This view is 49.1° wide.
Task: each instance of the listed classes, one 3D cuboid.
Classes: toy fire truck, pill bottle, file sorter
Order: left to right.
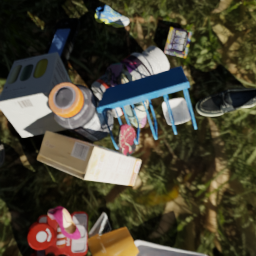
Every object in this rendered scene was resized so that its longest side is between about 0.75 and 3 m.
[{"bbox_3d":[-2.282,4.023,9.184,2.007,1.340,2.390,4,73,-18],"label":"toy fire truck"},{"bbox_3d":[-1.434,-0.483,8.633,1.371,2.580,1.371,-4,74,13],"label":"pill bottle"},{"bbox_3d":[0.149,-1.853,10.753,2.846,1.586,1.586,-40,77,-12],"label":"pill bottle"},{"bbox_3d":[0.628,-0.589,8.437,2.535,1.759,1.555,-15,114,11],"label":"file sorter"}]

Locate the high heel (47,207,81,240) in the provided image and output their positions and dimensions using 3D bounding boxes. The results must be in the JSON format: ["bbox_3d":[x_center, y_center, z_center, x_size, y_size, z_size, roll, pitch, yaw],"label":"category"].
[{"bbox_3d":[-1.801,2.963,8.651,1.460,0.700,0.492,57,39,-18],"label":"high heel"}]

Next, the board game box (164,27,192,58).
[{"bbox_3d":[2.125,-3.640,11.980,0.964,0.331,1.166,14,73,6],"label":"board game box"}]

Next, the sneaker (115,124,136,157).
[{"bbox_3d":[-0.142,0.328,7.657,0.503,1.346,0.543,39,66,24],"label":"sneaker"}]

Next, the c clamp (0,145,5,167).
[{"bbox_3d":[-5.396,0.864,10.633,1.602,0.217,1.368,13,73,4],"label":"c clamp"}]

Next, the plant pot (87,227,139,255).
[{"bbox_3d":[-0.386,3.599,8.263,1.188,1.297,1.297,-27,75,-10],"label":"plant pot"}]

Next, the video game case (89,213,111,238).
[{"bbox_3d":[-0.926,3.461,9.347,0.107,0.836,0.919,4,34,30],"label":"video game case"}]

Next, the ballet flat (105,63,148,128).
[{"bbox_3d":[0.146,-1.063,9.596,0.879,0.905,2.544,-49,119,-40],"label":"ballet flat"}]

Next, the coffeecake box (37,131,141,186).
[{"bbox_3d":[-1.136,1.021,8.906,2.013,2.622,0.958,14,84,33],"label":"coffeecake box"}]

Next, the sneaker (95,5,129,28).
[{"bbox_3d":[-0.722,-4.823,12.099,1.518,0.797,0.575,7,73,3],"label":"sneaker"}]

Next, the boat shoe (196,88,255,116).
[{"bbox_3d":[3.939,-1.078,10.909,2.517,0.835,0.941,-6,73,-2],"label":"boat shoe"}]

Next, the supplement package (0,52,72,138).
[{"bbox_3d":[-2.989,-1.133,9.498,1.673,1.661,2.204,-10,46,8],"label":"supplement package"}]

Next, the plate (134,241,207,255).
[{"bbox_3d":[1.169,5.143,8.798,2.609,0.423,2.615,6,57,15],"label":"plate"}]

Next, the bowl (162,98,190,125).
[{"bbox_3d":[1.868,-0.595,11.008,0.994,0.371,0.995,-14,72,-4],"label":"bowl"}]

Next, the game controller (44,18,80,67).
[{"bbox_3d":[-2.821,-3.450,11.591,1.286,0.519,2.465,11,76,22],"label":"game controller"}]
